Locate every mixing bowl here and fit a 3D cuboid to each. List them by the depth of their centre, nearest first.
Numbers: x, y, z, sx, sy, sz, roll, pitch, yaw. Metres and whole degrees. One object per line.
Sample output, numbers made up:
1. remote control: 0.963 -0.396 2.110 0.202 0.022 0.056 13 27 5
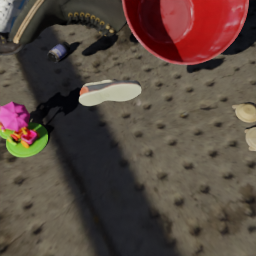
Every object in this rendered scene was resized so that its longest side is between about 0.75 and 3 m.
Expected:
1. mixing bowl: 1.114 -2.869 6.581 2.825 1.530 2.825 -2 98 -11

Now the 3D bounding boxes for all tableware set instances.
1. tableware set: 4.074 -0.144 8.103 1.735 0.241 2.077 -6 55 -2

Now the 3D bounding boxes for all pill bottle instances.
1. pill bottle: -2.392 -2.674 9.799 0.430 0.430 0.768 29 59 19

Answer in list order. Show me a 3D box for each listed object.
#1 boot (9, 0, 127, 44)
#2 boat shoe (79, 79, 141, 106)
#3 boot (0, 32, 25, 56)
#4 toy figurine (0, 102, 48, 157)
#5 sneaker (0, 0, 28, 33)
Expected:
1. boot: -1.131 -2.515 6.469 2.775 1.919 1.075 -54 24 -13
2. boat shoe: -0.301 -0.636 4.609 1.078 0.384 0.337 -9 51 19
3. boot: -3.128 -2.255 6.283 1.574 1.370 0.545 -35 58 -24
4. toy figurine: -2.993 -0.156 7.388 1.525 1.404 1.145 27 59 19
5. sneaker: -4.753 -4.327 10.525 1.130 1.193 2.953 10 56 5
